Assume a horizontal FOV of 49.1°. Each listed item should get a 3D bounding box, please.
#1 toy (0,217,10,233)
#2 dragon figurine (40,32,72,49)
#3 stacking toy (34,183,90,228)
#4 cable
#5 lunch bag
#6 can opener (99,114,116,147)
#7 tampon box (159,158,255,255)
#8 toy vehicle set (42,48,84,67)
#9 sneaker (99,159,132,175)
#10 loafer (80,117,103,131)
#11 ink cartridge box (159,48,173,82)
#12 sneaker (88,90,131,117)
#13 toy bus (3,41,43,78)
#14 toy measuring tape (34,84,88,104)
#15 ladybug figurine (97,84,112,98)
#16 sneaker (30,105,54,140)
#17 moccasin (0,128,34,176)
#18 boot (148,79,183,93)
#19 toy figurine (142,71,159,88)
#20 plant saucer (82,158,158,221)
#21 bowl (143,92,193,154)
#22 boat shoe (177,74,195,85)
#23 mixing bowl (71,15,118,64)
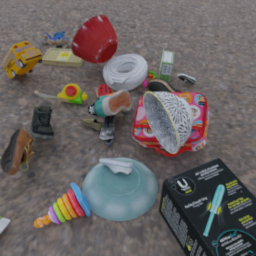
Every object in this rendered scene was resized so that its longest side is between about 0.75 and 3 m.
[{"bbox_3d":[-3.856,2.959,7.475,0.766,0.314,1.330,13,44,17],"label":"toy"},{"bbox_3d":[-3.765,-4.877,15.539,2.368,0.697,1.177,-6,44,-4],"label":"dragon figurine"},{"bbox_3d":[-1.911,2.362,7.868,1.536,0.843,0.891,-29,37,-13],"label":"stacking toy"},{"bbox_3d":[-0.124,-2.566,12.850,2.064,0.714,2.064,-24,46,-10],"label":"cable"},{"bbox_3d":[1.455,-0.085,9.735,2.549,1.044,2.245,1,63,24],"label":"lunch bag"},{"bbox_3d":[-0.725,0.042,10.555,0.473,0.593,1.774,-2,30,4],"label":"can opener"},{"bbox_3d":[2.213,2.377,7.158,1.864,1.570,2.487,-17,46,-18],"label":"tampon box"},{"bbox_3d":[-3.309,-3.678,14.580,2.011,0.267,1.250,6,43,6],"label":"toy vehicle set"},{"bbox_3d":[-0.412,1.198,8.674,1.147,0.406,0.419,8,3,30],"label":"sneaker"},{"bbox_3d":[-1.375,-0.211,10.764,1.006,0.339,0.383,23,19,14],"label":"loafer"},{"bbox_3d":[1.781,-2.977,13.042,0.515,0.902,1.737,9,38,3],"label":"ink cartridge box"},{"bbox_3d":[-0.656,-0.937,10.701,0.987,0.881,2.469,-6,8,23],"label":"sneaker"},{"bbox_3d":[-4.718,-2.978,12.394,0.892,1.073,2.741,-30,10,-33],"label":"toy bus"},{"bbox_3d":[-2.769,-1.537,11.814,2.207,0.812,0.812,10,44,3],"label":"toy measuring tape"},{"bbox_3d":[-0.998,-1.512,12.029,0.682,0.361,1.005,-2,60,-20],"label":"ladybug figurine"},{"bbox_3d":[-2.994,-0.214,9.815,0.710,1.064,1.857,6,14,-27],"label":"sneaker"},{"bbox_3d":[-3.429,0.812,8.921,0.854,0.902,2.335,-51,22,4],"label":"moccasin"},{"bbox_3d":[1.194,-1.091,11.485,1.627,0.911,2.353,-37,43,-16],"label":"boot"},{"bbox_3d":[1.000,-2.092,12.837,0.787,0.591,0.724,40,67,5],"label":"toy figurine"},{"bbox_3d":[-0.248,1.703,8.721,2.380,0.458,2.380,0,43,0],"label":"plant saucer"},{"bbox_3d":[1.322,-0.306,8.357,0.934,1.991,1.991,-24,48,-12],"label":"bowl"},{"bbox_3d":[2.630,-2.184,12.663,0.912,0.322,0.290,16,64,-9],"label":"boat shoe"},{"bbox_3d":[-1.302,-3.752,12.696,1.237,2.284,2.284,46,57,13],"label":"mixing bowl"}]
